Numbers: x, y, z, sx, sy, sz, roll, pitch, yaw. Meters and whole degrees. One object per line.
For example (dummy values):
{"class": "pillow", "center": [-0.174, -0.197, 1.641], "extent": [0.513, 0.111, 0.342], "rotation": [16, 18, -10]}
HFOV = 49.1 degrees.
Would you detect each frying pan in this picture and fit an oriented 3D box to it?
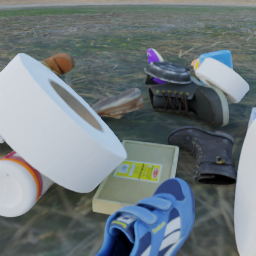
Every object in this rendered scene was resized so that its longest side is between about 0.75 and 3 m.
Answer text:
{"class": "frying pan", "center": [1.588, -1.729, 8.653], "extent": [2.390, 0.389, 1.446], "rotation": [-9, 34, -36]}

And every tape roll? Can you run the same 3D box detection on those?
{"class": "tape roll", "center": [2.507, -1.266, 7.516], "extent": [1.403, 0.491, 1.403], "rotation": [36, 10, -7]}
{"class": "tape roll", "center": [-1.227, -0.099, 5.107], "extent": [0.916, 2.619, 2.619], "rotation": [-45, 35, 4]}

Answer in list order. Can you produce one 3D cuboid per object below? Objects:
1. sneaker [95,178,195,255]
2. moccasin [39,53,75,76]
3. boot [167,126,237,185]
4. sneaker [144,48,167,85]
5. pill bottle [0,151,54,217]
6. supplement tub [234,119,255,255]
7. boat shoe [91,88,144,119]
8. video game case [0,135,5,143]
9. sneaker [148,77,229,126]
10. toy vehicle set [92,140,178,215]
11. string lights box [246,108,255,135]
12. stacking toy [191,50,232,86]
{"class": "sneaker", "center": [0.253, 1.343, 3.799], "extent": [0.770, 0.856, 2.082], "rotation": [-15, 26, 44]}
{"class": "moccasin", "center": [-2.966, -2.181, 10.351], "extent": [2.255, 0.825, 0.870], "rotation": [-5, 33, 24]}
{"class": "boot", "center": [1.558, 0.607, 6.043], "extent": [1.644, 0.569, 1.432], "rotation": [3, 36, 19]}
{"class": "sneaker", "center": [0.866, -1.817, 9.355], "extent": [0.791, 1.591, 0.553], "rotation": [-27, 14, -4]}
{"class": "pill bottle", "center": [-1.758, 0.775, 5.017], "extent": [0.920, 0.920, 1.679], "rotation": [3, 13, 6]}
{"class": "supplement tub", "center": [3.089, 1.002, 3.593], "extent": [2.966, 2.157, 2.157], "rotation": [8, 30, 13]}
{"class": "boat shoe", "center": [-0.369, -0.530, 7.859], "extent": [1.750, 0.628, 0.663], "rotation": [-17, 28, 25]}
{"class": "video game case", "center": [-3.259, -0.510, 6.897], "extent": [1.409, 0.177, 1.967], "rotation": [22, 35, -5]}
{"class": "sneaker", "center": [1.604, -0.659, 8.023], "extent": [1.519, 1.070, 2.860], "rotation": [-12, 23, -8]}
{"class": "toy vehicle set", "center": [0.259, 0.950, 5.644], "extent": [1.304, 0.278, 2.098], "rotation": [7, 29, 13]}
{"class": "string lights box", "center": [4.013, 0.023, 7.086], "extent": [1.779, 0.525, 0.914], "rotation": [13, 31, 23]}
{"class": "stacking toy", "center": [3.088, -2.476, 11.265], "extent": [1.282, 1.213, 2.209], "rotation": [-13, 19, -7]}
